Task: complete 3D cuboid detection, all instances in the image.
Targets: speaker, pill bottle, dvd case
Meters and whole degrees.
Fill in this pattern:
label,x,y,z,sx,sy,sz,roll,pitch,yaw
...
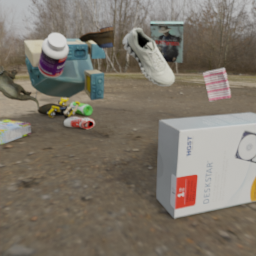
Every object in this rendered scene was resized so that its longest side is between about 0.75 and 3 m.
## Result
label,x,y,z,sx,sy,sz,roll,pitch,yaw
speaker,-2.772,-1.115,16.322,0.686,0.686,1.551,-14,21,-42
pill bottle,-2.118,-2.046,7.962,0.718,0.718,1.277,-8,-23,-28
dvd case,1.718,-3.755,12.385,1.418,1.943,0.214,6,49,14

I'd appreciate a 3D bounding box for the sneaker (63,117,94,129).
label,x,y,z,sx,sy,sz,roll,pitch,yaw
sneaker,-2.324,-0.224,13.303,1.470,0.491,0.788,-1,12,-14

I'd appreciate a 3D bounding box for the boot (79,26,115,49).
label,x,y,z,sx,sy,sz,roll,pitch,yaw
boot,-0.851,-2.363,7.651,1.110,0.538,0.415,-6,13,32

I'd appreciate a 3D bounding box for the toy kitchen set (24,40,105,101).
label,x,y,z,sx,sy,sz,roll,pitch,yaw
toy kitchen set,-2.090,-1.880,9.974,2.688,2.153,1.583,-9,32,-24

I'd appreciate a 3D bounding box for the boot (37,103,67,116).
label,x,y,z,sx,sy,sz,roll,pitch,yaw
boot,-4.186,-1.043,16.041,1.813,0.677,0.879,-7,14,-32

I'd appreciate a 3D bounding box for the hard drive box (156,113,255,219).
label,x,y,z,sx,sy,sz,roll,pitch,yaw
hard drive box,2.044,0.786,6.577,2.598,2.025,0.998,-6,17,-18

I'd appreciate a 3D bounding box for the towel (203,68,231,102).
label,x,y,z,sx,sy,sz,roll,pitch,yaw
towel,4.164,-2.005,13.174,1.047,1.430,0.214,-9,12,35

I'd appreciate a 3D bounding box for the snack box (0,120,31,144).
label,x,y,z,sx,sy,sz,roll,pitch,yaw
snack box,-5.224,0.137,11.834,1.391,0.558,1.650,7,18,23

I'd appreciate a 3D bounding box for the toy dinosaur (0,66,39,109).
label,x,y,z,sx,sy,sz,roll,pitch,yaw
toy dinosaur,-3.905,-1.353,9.169,0.879,2.285,1.169,-33,4,16

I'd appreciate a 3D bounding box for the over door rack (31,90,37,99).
label,x,y,z,sx,sy,sz,roll,pitch,yaw
over door rack,-3.793,-2.049,13.503,0.612,1.837,1.357,46,41,17

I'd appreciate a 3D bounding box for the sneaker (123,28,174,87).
label,x,y,z,sx,sy,sz,roll,pitch,yaw
sneaker,0.637,-1.956,7.861,0.714,1.901,0.770,-45,6,-21

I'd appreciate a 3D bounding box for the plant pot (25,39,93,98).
label,x,y,z,sx,sy,sz,roll,pitch,yaw
plant pot,-2.938,-2.451,11.564,2.039,2.033,2.077,-18,-5,39

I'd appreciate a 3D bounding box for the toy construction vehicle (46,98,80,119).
label,x,y,z,sx,sy,sz,roll,pitch,yaw
toy construction vehicle,-3.593,-1.033,15.656,1.334,0.539,1.532,12,51,24
